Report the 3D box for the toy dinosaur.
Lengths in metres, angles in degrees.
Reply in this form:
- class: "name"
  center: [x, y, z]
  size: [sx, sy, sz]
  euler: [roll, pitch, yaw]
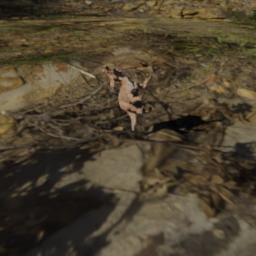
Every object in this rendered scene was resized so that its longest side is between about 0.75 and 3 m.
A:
- class: "toy dinosaur"
  center: [-0.049, -1.284, 11.137]
  size: [1.793, 2.645, 1.135]
  euler: [12, 33, 25]
